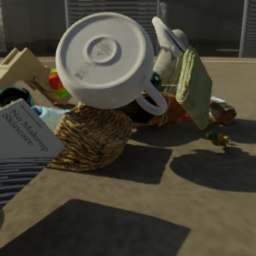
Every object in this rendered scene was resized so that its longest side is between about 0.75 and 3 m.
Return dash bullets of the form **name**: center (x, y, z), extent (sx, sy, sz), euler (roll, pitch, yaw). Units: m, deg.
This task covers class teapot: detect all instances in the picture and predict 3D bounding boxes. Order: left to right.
- **teapot**: center (-0.393, -1.260, 6.236), extent (2.188, 2.216, 1.619), euler (-10, -21, 4)

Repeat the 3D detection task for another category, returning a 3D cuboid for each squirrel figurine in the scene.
- **squirrel figurine**: center (3.016, -0.442, 9.139), extent (0.956, 0.676, 0.892), euler (22, 14, 19)

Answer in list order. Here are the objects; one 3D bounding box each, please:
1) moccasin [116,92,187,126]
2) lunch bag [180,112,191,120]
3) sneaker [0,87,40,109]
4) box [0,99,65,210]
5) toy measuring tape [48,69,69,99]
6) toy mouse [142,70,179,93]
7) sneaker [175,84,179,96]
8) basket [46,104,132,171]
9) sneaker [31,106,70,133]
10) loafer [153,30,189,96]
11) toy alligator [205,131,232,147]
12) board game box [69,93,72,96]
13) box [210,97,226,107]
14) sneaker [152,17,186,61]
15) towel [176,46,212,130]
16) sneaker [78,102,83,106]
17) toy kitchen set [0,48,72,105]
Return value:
- **moccasin**: center (0.607, -0.569, 8.152), extent (2.975, 1.088, 1.148), euler (4, 11, -34)
- **lunch bag**: center (1.955, -0.677, 9.818), extent (1.241, 0.508, 1.093), euler (-15, 23, -39)
- **sneaker**: center (-3.239, -0.746, 8.365), extent (1.065, 1.192, 2.983), euler (-22, 26, -16)
- **box**: center (-1.995, 0.676, 3.418), extent (0.911, 1.094, 2.663), euler (-35, 11, 30)
- **toy measuring tape**: center (-2.126, -1.933, 9.301), extent (0.862, 2.342, 0.862), euler (20, 38, -17)
- **toy mouse**: center (0.354, -1.188, 8.706), extent (2.516, 0.548, 2.831), euler (-16, -20, 5)
- **sneaker**: center (2.182, -1.469, 11.860), extent (1.047, 0.890, 2.295), euler (-13, 20, -25)
- **basket**: center (-0.833, 0.339, 6.449), extent (1.374, 1.435, 1.926), euler (36, 23, 3)
- **sneaker**: center (-1.938, -0.227, 7.144), extent (0.898, 0.995, 2.428), euler (-32, 9, 18)
- **loafer**: center (1.236, -1.769, 9.381), extent (1.031, 2.953, 1.033), euler (-24, 49, -33)
- **toy alligator**: center (2.243, 0.338, 6.806), extent (0.385, 0.279, 1.160), euler (7, -9, 45)
- **board game box**: center (-2.388, -1.614, 11.560), extent (0.794, 0.245, 0.795), euler (10, -21, -8)
- **box**: center (3.402, -1.095, 11.622), extent (0.708, 0.223, 1.287), euler (-5, 18, -14)
- **sneaker**: center (0.794, -1.922, 6.001), extent (0.399, 0.992, 0.379), euler (-39, -7, 28)
- **towel**: center (2.045, -1.206, 8.455), extent (0.408, 1.658, 2.235), euler (-13, 49, 35)
- **sneaker**: center (-1.214, -0.416, 8.781), extent (0.458, 0.484, 1.198), euler (-23, 44, -36)
- **toy kitchen set**: center (-4.073, -1.334, 10.677), extent (2.058, 2.522, 2.276), euler (13, 63, 43)
